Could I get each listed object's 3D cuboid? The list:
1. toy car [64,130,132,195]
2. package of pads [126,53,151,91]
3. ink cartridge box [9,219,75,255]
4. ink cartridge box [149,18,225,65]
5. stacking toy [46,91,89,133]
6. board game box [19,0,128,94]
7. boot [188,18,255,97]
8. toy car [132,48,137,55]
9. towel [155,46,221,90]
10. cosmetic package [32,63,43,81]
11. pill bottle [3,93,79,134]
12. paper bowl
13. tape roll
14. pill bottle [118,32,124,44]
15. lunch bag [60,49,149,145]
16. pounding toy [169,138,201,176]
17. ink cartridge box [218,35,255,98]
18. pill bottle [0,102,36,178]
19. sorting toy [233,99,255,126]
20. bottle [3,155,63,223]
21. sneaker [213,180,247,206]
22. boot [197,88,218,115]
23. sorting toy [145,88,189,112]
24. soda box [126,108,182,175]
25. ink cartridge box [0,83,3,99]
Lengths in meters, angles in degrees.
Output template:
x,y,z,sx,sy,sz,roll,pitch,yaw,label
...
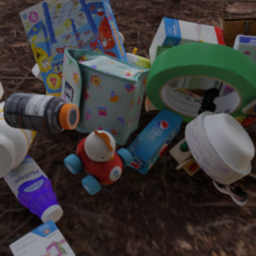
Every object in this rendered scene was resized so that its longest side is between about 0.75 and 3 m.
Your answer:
x,y,z,sx,sy,sz,roll,pitch,yaw,label
-0.543,0.551,5.970,1.247,1.353,1.197,-38,80,-28,toy car
0.247,-1.748,9.191,1.847,1.427,0.630,6,76,-38,package of pads
-1.618,2.728,5.687,0.976,0.572,1.351,-29,53,-27,ink cartridge box
1.936,-2.378,8.492,2.289,1.330,0.770,5,60,-13,ink cartridge box
-1.391,-0.823,9.149,1.845,0.861,2.038,-37,64,-25,stacking toy
-1.521,-2.490,7.978,2.479,2.428,0.693,-17,6,17,board game box
2.958,-2.078,8.598,2.293,2.436,0.834,6,46,22,boot
0.414,-2.439,10.530,0.577,1.176,0.391,10,41,3,toy car
1.816,-1.689,8.295,2.122,1.583,0.326,2,52,0,towel
-2.378,-2.552,9.862,2.157,0.915,1.161,-54,34,6,cosmetic package
-1.674,-0.276,5.506,1.371,0.728,0.728,7,44,17,pill bottle
2.314,0.378,6.791,1.788,0.930,1.788,30,37,-26,paper bowl
2.002,-1.075,7.764,2.979,2.979,0.716,11,67,11,tape roll
-0.835,-4.128,12.559,0.794,0.794,1.365,-21,48,-20,pill bottle
-0.788,-0.858,7.171,2.218,1.889,1.352,21,34,13,lunch bag
1.579,0.738,7.144,0.931,1.011,0.719,-42,44,3,pounding toy
4.197,-1.233,8.190,2.677,2.726,0.590,8,47,9,ink cartridge box
-3.002,0.248,6.758,1.287,1.287,2.282,-6,22,-6,pill bottle
3.612,-0.536,7.106,1.084,2.249,0.380,5,53,-38,sorting toy
-2.341,1.497,6.881,0.846,0.661,2.026,-29,51,-29,bottle
2.620,1.495,7.069,0.384,0.412,0.955,-32,52,-30,sneaker
2.310,-0.769,7.848,0.340,0.754,0.920,34,38,27,boot
1.275,-1.244,9.771,1.572,0.840,1.415,-6,25,-6,sorting toy
0.756,0.345,8.049,0.692,0.654,2.039,29,52,20,soda box
-5.169,-1.147,9.650,1.372,0.576,0.998,-2,44,-2,ink cartridge box
